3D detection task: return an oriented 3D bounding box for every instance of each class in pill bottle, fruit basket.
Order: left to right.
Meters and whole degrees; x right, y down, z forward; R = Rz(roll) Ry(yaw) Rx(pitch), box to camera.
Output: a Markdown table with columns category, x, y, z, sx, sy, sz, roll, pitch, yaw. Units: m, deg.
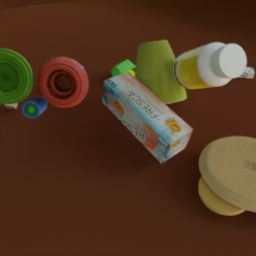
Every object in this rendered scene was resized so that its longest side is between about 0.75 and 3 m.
| category | x | y | z | sx | sy | sz | roll | pitch | yaw |
| --- | --- | --- | --- | --- | --- | --- | --- | --- | --- |
| fruit basket | -0.077 | -2.196 | 11.499 | 1.046 | 0.755 | 1.046 | 11 | 69 | -30 |
| pill bottle | 2.278 | -1.751 | 8.019 | 1.186 | 1.186 | 2.118 | -16 | 9 | -18 |

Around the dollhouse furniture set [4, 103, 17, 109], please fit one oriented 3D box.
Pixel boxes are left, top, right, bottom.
| category | x | y | z | sx | sy | sz | roll | pitch | yaw |
| --- | --- | --- | --- | --- | --- | --- | --- | --- | --- |
| dollhouse furniture set | -4.393 | -0.687 | 9.768 | 0.850 | 0.599 | 0.595 | 15 | 32 | -30 |

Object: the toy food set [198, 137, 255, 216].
| category | x | y | z | sx | sy | sz | roll | pitch | yaw |
| --- | --- | --- | --- | --- | --- | --- | --- | --- | --- |
| toy food set | 3.147 | 1.204 | 7.329 | 2.576 | 0.633 | 2.603 | 7 | 40 | 8 |

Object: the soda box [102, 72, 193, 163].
| category | x | y | z | sx | sy | sz | roll | pitch | yaw |
| --- | --- | --- | --- | --- | --- | --- | --- | --- | --- |
| soda box | 0.461 | -0.385 | 8.318 | 1.001 | 0.931 | 2.928 | -27 | 58 | -29 |

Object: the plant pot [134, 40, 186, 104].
| category | x | y | z | sx | sy | sz | roll | pitch | yaw |
| --- | --- | --- | --- | --- | --- | --- | --- | --- | --- |
| plant pot | 0.953 | -1.892 | 9.486 | 1.837 | 1.963 | 1.837 | -8 | 13 | 2 |

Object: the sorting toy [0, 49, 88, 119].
| category | x | y | z | sx | sy | sz | roll | pitch | yaw |
| --- | --- | --- | --- | --- | --- | --- | --- | --- | --- |
| sorting toy | -2.598 | -1.273 | 8.075 | 2.944 | 1.769 | 1.208 | 8 | 17 | -3 |

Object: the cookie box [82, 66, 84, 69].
| category | x | y | z | sx | sy | sz | roll | pitch | yaw |
| --- | --- | --- | --- | --- | --- | --- | --- | --- | --- |
| cookie box | -2.318 | -1.844 | 10.870 | 1.216 | 0.457 | 1.040 | -11 | 44 | 11 |

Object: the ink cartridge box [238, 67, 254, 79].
| category | x | y | z | sx | sy | sz | roll | pitch | yaw |
| --- | --- | --- | --- | --- | --- | --- | --- | --- | --- |
| ink cartridge box | 4.853 | -2.355 | 11.844 | 0.811 | 0.275 | 0.470 | 9 | 41 | 10 |
